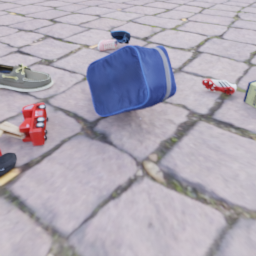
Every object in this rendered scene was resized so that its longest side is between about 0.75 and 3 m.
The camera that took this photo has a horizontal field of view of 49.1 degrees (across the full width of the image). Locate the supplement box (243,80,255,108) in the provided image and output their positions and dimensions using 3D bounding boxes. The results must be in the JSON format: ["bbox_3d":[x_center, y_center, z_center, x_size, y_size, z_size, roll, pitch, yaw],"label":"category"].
[{"bbox_3d":[4.671,-1.075,9.235,1.095,0.735,1.094,-18,40,-24],"label":"supplement box"}]

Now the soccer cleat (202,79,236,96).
[{"bbox_3d":[3.270,-1.529,10.070,1.226,0.421,0.522,20,48,24],"label":"soccer cleat"}]

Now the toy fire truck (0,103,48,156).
[{"bbox_3d":[-3.067,0.079,7.809,1.525,0.527,2.163,-6,36,-9],"label":"toy fire truck"}]

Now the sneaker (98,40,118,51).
[{"bbox_3d":[-0.936,-4.021,13.573,0.623,0.449,1.192,14,34,27],"label":"sneaker"}]

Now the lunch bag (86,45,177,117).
[{"bbox_3d":[0.072,-1.331,8.267,2.492,1.693,1.649,-10,4,43],"label":"lunch bag"}]

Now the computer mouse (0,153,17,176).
[{"bbox_3d":[-3.122,1.081,6.495,0.258,0.445,1.518,20,40,16],"label":"computer mouse"}]

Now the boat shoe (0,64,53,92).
[{"bbox_3d":[-4.133,-1.917,10.292,2.670,0.798,0.954,4,37,1],"label":"boat shoe"}]

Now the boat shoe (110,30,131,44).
[{"bbox_3d":[-0.265,-4.306,13.387,0.718,0.586,1.706,5,13,30],"label":"boat shoe"}]
